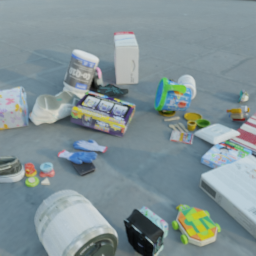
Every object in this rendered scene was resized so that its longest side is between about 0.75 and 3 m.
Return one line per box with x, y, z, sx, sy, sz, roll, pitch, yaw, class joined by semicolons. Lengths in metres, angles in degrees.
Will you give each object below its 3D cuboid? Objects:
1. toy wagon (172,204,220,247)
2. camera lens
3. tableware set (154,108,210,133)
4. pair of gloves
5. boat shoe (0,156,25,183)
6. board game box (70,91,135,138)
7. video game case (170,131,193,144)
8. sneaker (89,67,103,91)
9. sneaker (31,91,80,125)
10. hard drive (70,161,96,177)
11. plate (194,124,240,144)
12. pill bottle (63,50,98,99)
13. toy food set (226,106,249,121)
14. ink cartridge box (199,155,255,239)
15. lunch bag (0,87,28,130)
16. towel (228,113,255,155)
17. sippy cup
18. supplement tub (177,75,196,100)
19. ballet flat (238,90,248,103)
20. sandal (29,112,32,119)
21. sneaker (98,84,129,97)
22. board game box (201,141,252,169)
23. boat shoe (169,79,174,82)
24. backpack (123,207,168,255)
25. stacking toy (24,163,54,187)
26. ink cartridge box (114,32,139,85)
1.547;2.256;6.742;0.962;0.245;1.240;-11;34;-18;toy wagon
-1.087;2.214;5.816;1.278;1.278;1.598;-22;37;-31;camera lens
2.153;-0.558;11.209;1.570;0.358;2.331;-10;32;-15;tableware set
-1.416;0.728;9.045;1.249;0.177;1.554;9;23;20;pair of gloves
-4.192;1.126;8.027;2.296;0.814;0.828;-5;32;-9;boat shoe
-0.911;-0.566;10.688;2.053;0.582;1.697;17;35;6;board game box
1.916;0.338;9.980;0.754;0.066;0.539;10;39;16;video game case
-2.161;-2.378;13.508;1.384;1.147;2.902;-17;26;-23;sneaker
-2.737;-0.776;10.952;0.944;1.076;2.684;50;28;13;sneaker
-1.396;1.145;8.604;0.579;0.182;0.859;-19;36;-27;hard drive
3.115;0.159;9.905;1.151;0.186;1.154;-18;24;-19;plate
-2.125;-2.225;12.158;1.144;2.011;1.144;19;20;-7;pill bottle
4.310;-0.557;10.963;0.522;0.554;1.160;4;11;39;toy food set
3.360;1.725;7.385;1.941;0.487;2.236;-16;35;-25;ink cartridge box
-4.769;-0.817;10.862;1.609;1.206;1.897;-12;43;-15;lunch bag
4.920;0.306;9.894;1.845;0.291;2.562;27;42;34;towel
1.784;-1.210;10.976;1.225;1.313;1.672;11;21;-7;sippy cup
2.656;-1.823;12.810;0.821;0.821;1.245;5;31;7;supplement tub
5.204;-1.401;12.578;0.390;0.390;1.084;12;34;18;ballet flat
-3.355;-0.970;11.624;0.797;0.596;2.081;15;35;19;sandal
-0.657;-1.703;12.610;1.508;0.598;0.568;-8;8;-25;sneaker
3.130;0.921;8.899;1.049;0.254;1.386;25;40;34;board game box
2.114;-2.328;14.187;0.282;0.238;0.791;19;36;28;boat shoe
0.369;2.242;5.911;0.887;1.000;0.753;29;45;35;backpack
-2.627;1.308;8.168;0.863;0.364;0.781;-5;32;-8;stacking toy
-0.150;-3.733;14.784;1.136;2.000;2.744;-2;32;-3;ink cartridge box
